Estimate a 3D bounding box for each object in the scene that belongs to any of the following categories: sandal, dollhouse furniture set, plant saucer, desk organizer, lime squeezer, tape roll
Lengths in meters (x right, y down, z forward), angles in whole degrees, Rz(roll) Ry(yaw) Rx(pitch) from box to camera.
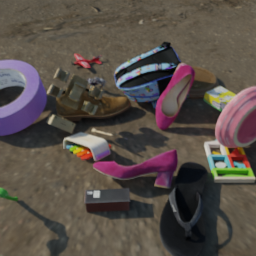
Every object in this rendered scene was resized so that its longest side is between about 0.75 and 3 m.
[{"bbox_3d":[1.416,1.854,6.942,1.074,0.605,2.824,9,42,10],"label":"sandal"},{"bbox_3d":[-1.834,-0.774,8.781,1.489,1.699,1.129,25,-5,-20],"label":"dollhouse furniture set"},{"bbox_3d":[3.381,-0.190,7.939,1.950,1.950,0.494,-20,40,-21],"label":"plant saucer"},{"bbox_3d":[-0.519,1.840,7.091,1.115,0.429,0.400,-2,42,-2],"label":"desk organizer"},{"bbox_3d":[-3.063,1.786,6.303,0.372,0.697,1.973,25,16,1],"label":"lime squeezer"},{"bbox_3d":[2.625,-1.940,11.443,2.172,0.320,2.172,-1,42,1],"label":"plant saucer"},{"bbox_3d":[-4.273,-1.081,9.600,2.733,0.897,2.733,-2,55,3],"label":"tape roll"}]

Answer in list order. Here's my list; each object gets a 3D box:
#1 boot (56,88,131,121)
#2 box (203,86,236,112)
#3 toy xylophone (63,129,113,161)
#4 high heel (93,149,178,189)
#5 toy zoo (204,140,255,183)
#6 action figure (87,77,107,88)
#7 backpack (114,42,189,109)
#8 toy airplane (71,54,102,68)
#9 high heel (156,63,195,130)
[{"bbox_3d":[-1.174,-0.901,9.693,2.625,0.990,0.966,-8,28,-12],"label":"boot"},{"bbox_3d":[3.404,-0.799,9.334,0.904,0.373,1.541,-23,47,-32],"label":"box"},{"bbox_3d":[-1.142,0.460,8.289,1.198,0.411,1.636,-20,25,-34],"label":"toy xylophone"},{"bbox_3d":[0.205,0.906,7.534,2.211,0.745,1.060,11,88,7],"label":"high heel"},{"bbox_3d":[2.941,0.898,8.342,1.120,0.175,1.707,1,42,1],"label":"toy zoo"},{"bbox_3d":[-1.226,-1.736,10.794,0.945,0.615,0.328,0,67,51],"label":"action figure"},{"bbox_3d":[0.801,-1.756,10.238,2.412,1.623,2.202,-19,41,4],"label":"backpack"},{"bbox_3d":[-1.861,-3.024,12.681,1.483,0.273,1.483,0,42,0],"label":"toy airplane"},{"bbox_3d":[1.429,-0.813,8.614,0.780,2.315,1.110,21,23,-7],"label":"high heel"}]
